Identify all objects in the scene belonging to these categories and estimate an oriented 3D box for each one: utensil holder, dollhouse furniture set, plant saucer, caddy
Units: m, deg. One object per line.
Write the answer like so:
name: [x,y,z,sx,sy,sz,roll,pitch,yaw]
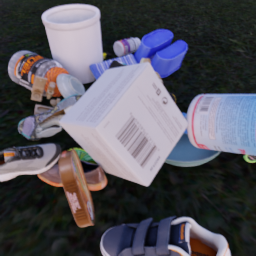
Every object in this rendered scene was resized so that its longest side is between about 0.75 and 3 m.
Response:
utensil holder: [-2.401,-3.827,12.916,2.452,2.885,2.452,-2,42,1]
dollhouse furniture set: [-2.998,-1.104,10.303,1.047,0.897,1.101,11,52,-23]
plant saucer: [-2.165,-1.588,11.255,0.388,1.547,1.547,-31,28,24]
plant saucer: [1.800,0.546,8.951,2.432,0.437,2.432,-5,28,2]
caddy: [1.575,-3.607,13.993,2.037,1.513,2.882,42,51,15]

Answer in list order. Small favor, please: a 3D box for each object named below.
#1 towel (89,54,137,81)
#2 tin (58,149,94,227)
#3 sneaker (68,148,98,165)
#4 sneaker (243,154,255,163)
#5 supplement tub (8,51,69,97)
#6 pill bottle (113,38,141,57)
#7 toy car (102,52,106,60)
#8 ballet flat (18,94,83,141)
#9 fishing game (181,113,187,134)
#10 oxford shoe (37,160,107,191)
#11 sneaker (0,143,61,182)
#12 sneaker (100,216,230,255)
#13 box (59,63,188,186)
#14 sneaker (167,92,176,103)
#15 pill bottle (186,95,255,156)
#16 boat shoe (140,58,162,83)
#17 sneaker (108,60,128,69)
towel: [-0.397,-2.452,12.673,2.369,0.282,1.715,-22,72,-26]
tin: [-1.208,1.443,6.655,0.409,1.954,1.094,-13,19,2]
sneaker: [-1.387,0.982,8.527,1.354,0.501,0.566,6,33,8]
sneaker: [4.184,0.759,8.852,1.130,0.473,0.434,-16,39,-21]
supplement tub: [-3.821,-2.300,12.107,2.551,1.563,1.563,24,42,30]
pill bottle: [-0.014,-4.617,15.876,1.498,0.834,0.834,-27,44,-33]
toy car: [-2.444,-3.874,15.194,1.954,0.463,2.076,-25,42,-29]
ballet flat: [-2.464,-0.305,9.983,0.992,0.992,2.759,30,48,34]
fishing game: [1.578,-0.229,9.702,2.255,0.350,1.614,0,32,12]
oxford shoe: [-1.647,1.187,7.959,2.115,0.771,0.754,3,36,14]
sneaker: [-2.903,0.868,7.768,2.101,0.833,0.776,-16,52,-14]
sneaker: [0.748,2.451,6.047,2.791,1.108,1.095,5,38,9]
box: [-0.073,-0.114,7.388,1.903,2.210,2.221,6,52,51]
sneaker: [0.773,-1.077,11.286,2.307,0.807,1.038,2,6,16]
pill bottle: [3.173,-0.088,7.421,2.939,1.598,1.598,6,32,42]
boat shoe: [0.899,-1.629,10.444,0.773,0.862,2.330,-11,66,18]
sneaker: [0.264,-1.839,11.181,1.550,1.073,2.567,15,22,-30]
